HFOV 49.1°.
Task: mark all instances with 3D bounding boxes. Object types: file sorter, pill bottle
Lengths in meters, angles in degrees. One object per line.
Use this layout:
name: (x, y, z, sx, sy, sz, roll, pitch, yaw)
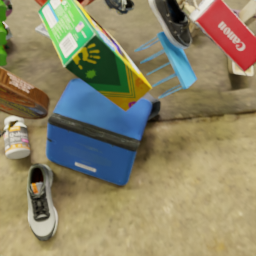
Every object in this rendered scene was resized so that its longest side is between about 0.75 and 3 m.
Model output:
file sorter: (1.021, -1.729, 7.710, 0.954, 1.079, 1.556, -23, 99, 33)
pill bottle: (-3.640, 0.311, 9.111, 0.738, 0.738, 1.268, -14, 69, -5)

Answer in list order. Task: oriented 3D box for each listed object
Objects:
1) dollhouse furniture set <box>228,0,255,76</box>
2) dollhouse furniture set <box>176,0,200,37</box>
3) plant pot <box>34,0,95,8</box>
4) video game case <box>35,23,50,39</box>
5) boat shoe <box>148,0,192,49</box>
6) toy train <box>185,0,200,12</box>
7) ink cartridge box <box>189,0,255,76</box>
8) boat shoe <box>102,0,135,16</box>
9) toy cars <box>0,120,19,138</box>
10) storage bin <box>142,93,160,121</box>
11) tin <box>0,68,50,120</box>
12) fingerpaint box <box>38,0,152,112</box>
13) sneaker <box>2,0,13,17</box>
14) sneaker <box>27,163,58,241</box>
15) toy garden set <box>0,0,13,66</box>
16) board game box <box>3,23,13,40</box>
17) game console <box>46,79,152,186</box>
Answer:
dollhouse furniture set: (4.701, -3.338, 9.733, 2.286, 2.048, 2.885, 4, 77, -13)
dollhouse furniture set: (2.523, -4.526, 11.081, 1.428, 0.898, 1.614, -23, 68, -34)
plant pot: (-1.197, -5.053, 8.201, 2.933, 2.933, 2.852, 36, 42, 13)
video game case: (-2.171, -2.982, 8.574, 0.980, 0.114, 0.891, 26, 49, 4)
boat shoe: (1.191, -2.620, 6.796, 0.586, 1.768, 0.618, 13, 64, 48)
toy train: (1.239, -4.553, 8.039, 1.566, 1.146, 2.707, 17, 49, -31)
ink cartridge box: (2.906, -2.717, 8.110, 2.158, 1.895, 0.905, 39, 115, -14)
boat shoe: (-0.272, -3.507, 7.724, 0.513, 1.658, 0.621, -11, 90, 22)
toy cars: (-3.230, 0.035, 7.368, 0.784, 0.351, 0.174, -43, 106, -7)
storage bin: (0.278, -0.741, 9.459, 1.358, 0.988, 0.912, -32, 62, -11)
tin: (-3.101, -0.882, 6.930, 1.415, 2.528, 0.529, -13, 62, 32)
fingerpaint box: (-0.813, -1.920, 6.818, 0.951, 2.163, 2.593, -41, 49, 13)
sneaker: (-4.786, -4.422, 8.533, 1.109, 2.757, 1.219, -40, 63, 12)
sneaker: (-2.651, 2.157, 8.318, 0.851, 0.913, 2.303, -10, 71, -6)
toy garden set: (-3.695, -3.481, 7.885, 0.521, 2.611, 2.177, -15, 58, -33)
board game box: (-6.236, -3.672, 10.503, 2.654, 0.576, 2.641, -38, 68, -18)
game console: (-0.945, 0.113, 8.945, 2.820, 2.407, 1.669, 18, 32, 7)
